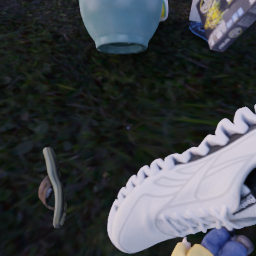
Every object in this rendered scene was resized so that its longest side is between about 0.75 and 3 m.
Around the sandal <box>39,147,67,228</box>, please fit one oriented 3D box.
[{"bbox_3d":[-1.262,0.964,4.549,0.383,0.534,1.344,-14,62,-10],"label":"sandal"}]

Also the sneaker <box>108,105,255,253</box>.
[{"bbox_3d":[0.664,0.615,2.562,2.023,0.760,0.820,-37,33,10],"label":"sneaker"}]

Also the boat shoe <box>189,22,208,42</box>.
[{"bbox_3d":[2.963,-3.823,10.806,0.597,0.487,1.418,-29,54,-24],"label":"boat shoe"}]

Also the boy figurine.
[{"bbox_3d":[1.279,2.574,4.827,2.116,0.682,1.315,-34,53,-26],"label":"boy figurine"}]

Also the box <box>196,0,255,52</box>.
[{"bbox_3d":[2.304,-2.813,6.031,0.450,1.832,1.476,2,63,-26],"label":"box"}]

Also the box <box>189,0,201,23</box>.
[{"bbox_3d":[3.425,-5.551,11.444,1.228,1.879,1.869,16,50,11],"label":"box"}]

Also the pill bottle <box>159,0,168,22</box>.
[{"bbox_3d":[0.588,-4.659,11.206,1.824,1.028,1.028,-18,50,-15],"label":"pill bottle"}]

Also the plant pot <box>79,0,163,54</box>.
[{"bbox_3d":[-0.224,-3.518,9.204,2.822,2.822,1.891,0,92,0],"label":"plant pot"}]
